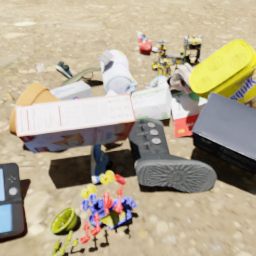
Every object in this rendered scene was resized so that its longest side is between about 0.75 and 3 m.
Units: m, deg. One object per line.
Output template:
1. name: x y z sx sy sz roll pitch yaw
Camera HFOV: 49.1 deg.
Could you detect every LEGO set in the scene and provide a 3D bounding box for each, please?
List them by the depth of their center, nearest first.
1. LEGO set: 2.551 -3.508 13.284 2.845 1.649 2.188 4 37 5

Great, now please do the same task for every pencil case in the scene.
1. pencil case: -0.478 -2.338 12.069 1.308 1.199 2.884 -19 36 2

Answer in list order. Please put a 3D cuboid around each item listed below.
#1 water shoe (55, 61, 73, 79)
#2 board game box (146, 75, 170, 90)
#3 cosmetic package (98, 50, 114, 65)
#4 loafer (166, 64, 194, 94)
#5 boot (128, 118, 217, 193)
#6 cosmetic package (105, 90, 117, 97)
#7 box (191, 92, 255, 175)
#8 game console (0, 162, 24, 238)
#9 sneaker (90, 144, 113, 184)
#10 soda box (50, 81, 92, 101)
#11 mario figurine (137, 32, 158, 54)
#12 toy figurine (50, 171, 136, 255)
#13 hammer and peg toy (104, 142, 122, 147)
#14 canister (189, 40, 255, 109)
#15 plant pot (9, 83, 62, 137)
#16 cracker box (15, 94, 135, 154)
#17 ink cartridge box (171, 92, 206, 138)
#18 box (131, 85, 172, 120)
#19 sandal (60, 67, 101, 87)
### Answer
1. water shoe: -2.704 -2.525 12.445 0.457 1.280 0.505 26 86 22
2. board game box: 1.389 -1.847 12.161 0.758 0.208 1.201 26 47 23
3. cosmetic package: -0.891 -2.871 11.367 0.420 0.355 0.787 37 28 -12
4. loafer: 1.948 -1.682 10.260 0.933 1.067 2.969 -30 9 10
5. boot: 1.134 0.667 8.436 2.275 0.906 2.760 11 23 -12
6. cosmetic package: -0.468 -0.584 9.059 0.885 0.544 0.882 42 92 18
7. box: 2.875 0.234 7.539 1.998 2.032 1.193 26 83 18
8. game console: -3.468 1.710 6.518 1.853 1.597 1.100 -5 -1 -22
9. sneaker: -0.778 1.005 8.186 0.643 0.566 1.441 -3 45 -7
10. soda box: -2.548 -1.071 10.787 2.268 0.719 0.774 -25 43 -29
11. mario figurine: 1.094 -4.754 15.553 1.137 0.976 1.841 0 35 1
12. toy figurine: -0.549 2.145 6.391 2.271 1.360 1.198 -39 40 19
13. hammer and peg toy: -0.780 0.167 9.093 0.810 0.388 1.102 17 18 -50
14. canister: 3.337 -1.214 8.558 1.887 2.541 1.100 -36 46 26
15. plant pot: -2.601 -0.334 8.636 1.245 1.779 1.779 25 39 -1
16. cracker box: -1.204 -0.041 6.745 2.520 1.688 0.727 -7 74 -9
17. ink cartridge box: 2.358 -0.640 9.875 1.651 0.514 2.052 -12 36 20
18. box: 0.791 -0.838 10.102 1.402 0.678 1.237 -11 36 20
19. sandal: -2.015 -2.119 12.171 1.947 0.556 0.773 -27 17 7
